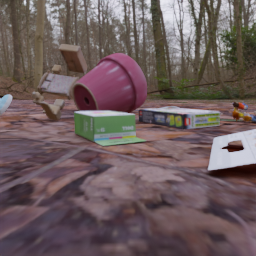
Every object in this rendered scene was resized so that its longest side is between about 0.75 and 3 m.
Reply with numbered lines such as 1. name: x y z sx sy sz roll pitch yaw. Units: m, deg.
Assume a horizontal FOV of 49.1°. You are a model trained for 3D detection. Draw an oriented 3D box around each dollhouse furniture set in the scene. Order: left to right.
1. dollhouse furniture set: -2.660 -1.714 10.097 1.332 2.569 1.137 12 -29 17

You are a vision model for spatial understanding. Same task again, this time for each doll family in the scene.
1. doll family: 3.995 -0.400 9.329 0.861 0.625 1.387 3 21 -43

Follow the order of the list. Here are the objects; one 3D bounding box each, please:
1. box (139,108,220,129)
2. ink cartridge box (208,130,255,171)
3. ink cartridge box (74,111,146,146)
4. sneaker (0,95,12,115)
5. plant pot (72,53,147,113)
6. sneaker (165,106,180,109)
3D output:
1. box: 1.509 -0.349 8.892 1.358 0.428 2.467 -5 9 -26
2. ink cartridge box: 2.730 0.295 3.804 2.967 0.847 2.411 -18 1 20
3. ink cartridge box: -0.455 -0.052 6.019 0.943 0.539 1.817 -3 8 -26
4. sneaker: -3.094 -0.460 6.394 0.362 0.981 0.402 20 -24 48
5. plant pot: -0.781 -1.302 9.942 1.982 2.214 2.214 -33 25 -33
6. sneaker: 1.946 -0.808 12.759 1.105 0.408 0.453 5 13 34
